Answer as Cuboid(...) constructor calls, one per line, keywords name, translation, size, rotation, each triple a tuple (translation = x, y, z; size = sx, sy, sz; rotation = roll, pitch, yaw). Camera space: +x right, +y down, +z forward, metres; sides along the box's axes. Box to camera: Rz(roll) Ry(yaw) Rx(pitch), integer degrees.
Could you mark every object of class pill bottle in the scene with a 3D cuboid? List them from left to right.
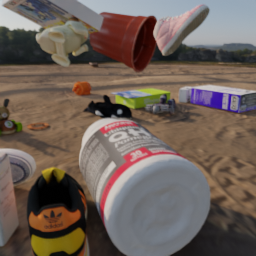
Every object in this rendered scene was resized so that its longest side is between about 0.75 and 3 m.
Cuboid(name="pill bottle", translation=(0.006, 0.747, 4.957), size=(1.561, 1.561, 2.820), rotation=(-6, 19, -19))

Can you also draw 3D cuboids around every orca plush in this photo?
Cuboid(name="orca plush", translation=(-0.883, -1.000, 11.872), size=(1.319, 0.891, 2.506), rotation=(-13, 21, -36))

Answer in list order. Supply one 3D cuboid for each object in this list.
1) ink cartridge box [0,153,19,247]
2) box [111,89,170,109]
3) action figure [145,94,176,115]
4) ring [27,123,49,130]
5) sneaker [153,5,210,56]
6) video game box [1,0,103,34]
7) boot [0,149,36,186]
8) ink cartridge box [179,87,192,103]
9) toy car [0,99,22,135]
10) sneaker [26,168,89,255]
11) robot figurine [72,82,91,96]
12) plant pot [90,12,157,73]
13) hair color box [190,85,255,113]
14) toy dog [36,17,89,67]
Cuboid(name="ink cartridge box", translation=(-3.274, 0.515, 4.111), size=(2.904, 2.520, 0.632), rotation=(1, 17, 2))
Cuboid(name="box", translation=(0.639, -1.490, 13.928), size=(2.614, 0.623, 1.594), rotation=(-12, 21, -35))
Cuboid(name="action figure", translation=(1.485, -0.911, 12.136), size=(1.223, 0.652, 1.879), rotation=(16, 25, 23))
Cuboid(name="ring", translation=(-3.285, -0.055, 10.205), size=(0.760, 0.073, 0.760), rotation=(0, 16, 0))
Cuboid(name="sneaker", translation=(1.584, -3.428, 9.122), size=(0.795, 1.104, 2.112), rotation=(-19, -15, -41))
Cuboid(name="video game box", translation=(-2.435, -3.709, 8.916), size=(2.491, 0.583, 2.269), rotation=(19, -3, -39))
Cuboid(name="boot", translation=(-3.099, 1.071, 5.436), size=(2.402, 0.874, 1.085), rotation=(-8, 22, 3))
Cuboid(name="ink cartridge box", translation=(3.010, -1.741, 14.644), size=(0.404, 0.693, 0.957), rotation=(10, 20, 30))
Cuboid(name="toy car", translation=(-4.233, -0.397, 9.471), size=(0.901, 1.142, 0.938), rotation=(15, 22, 40))
Cuboid(name="sneaker", translation=(-1.120, 1.073, 4.553), size=(0.931, 1.198, 2.661), rotation=(-4, 18, -14))
Cuboid(name="robot figurine", translation=(-2.709, -2.341, 16.543), size=(0.916, 0.742, 1.273), rotation=(8, 19, 31))
Cuboid(name="plant pot", translation=(-0.233, -3.787, 11.872), size=(2.256, 2.320, 2.320), rotation=(23, 25, 21))
Cuboid(name="hair color box", translation=(4.512, -1.431, 13.343), size=(1.496, 0.887, 2.737), rotation=(-12, 19, -35))
Cuboid(name="toy dog", translation=(-1.573, -2.308, 7.272), size=(1.264, 0.909, 1.303), rotation=(14, 43, 27))
